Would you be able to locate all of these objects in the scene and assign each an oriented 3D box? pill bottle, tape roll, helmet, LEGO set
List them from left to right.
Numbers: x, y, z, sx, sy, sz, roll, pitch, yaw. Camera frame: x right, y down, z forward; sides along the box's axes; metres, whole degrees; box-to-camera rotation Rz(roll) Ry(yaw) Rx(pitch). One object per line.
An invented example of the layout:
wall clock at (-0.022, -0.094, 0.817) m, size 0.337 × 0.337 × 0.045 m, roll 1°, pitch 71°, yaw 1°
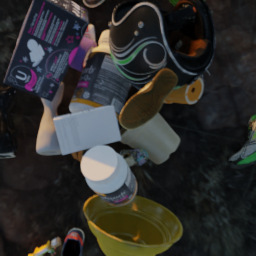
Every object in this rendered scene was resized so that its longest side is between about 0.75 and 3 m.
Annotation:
LEGO set at (-2.833, 4.361, 9.116) m, size 1.752 × 0.806 × 0.652 m, roll -40°, pitch 104°, yaw -27°
pill bottle at (-1.808, -3.240, 9.868) m, size 1.229 × 0.690 × 0.690 m, roll -3°, pitch 84°, yaw -1°
tape roll at (-1.500, -2.433, 9.323) m, size 0.464 × 1.091 × 1.091 m, roll 26°, pitch 85°, yaw 4°
pill bottle at (-0.704, -1.585, 9.162) m, size 1.654 × 1.654 × 2.843 m, roll 18°, pitch 79°, yaw 2°
pill bottle at (-0.486, 1.325, 7.567) m, size 1.162 × 1.997 × 1.162 m, roll -7°, pitch 59°, yaw 11°
helmet at (0.737, -2.275, 7.600) m, size 2.669 × 2.545 × 2.669 m, roll 0°, pitch 90°, yaw -37°

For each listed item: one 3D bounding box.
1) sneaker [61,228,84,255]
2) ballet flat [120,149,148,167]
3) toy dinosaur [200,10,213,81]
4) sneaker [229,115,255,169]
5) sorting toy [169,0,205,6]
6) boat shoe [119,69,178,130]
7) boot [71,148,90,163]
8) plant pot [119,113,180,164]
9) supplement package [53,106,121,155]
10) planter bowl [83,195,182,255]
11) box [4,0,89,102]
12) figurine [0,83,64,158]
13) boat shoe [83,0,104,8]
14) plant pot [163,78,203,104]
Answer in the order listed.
sneaker at (-1.873, 4.355, 8.988) m, size 0.767 × 0.865 × 2.046 m, roll 3°, pitch 85°, yaw 0°
ballet flat at (0.003, 1.002, 8.922) m, size 0.607 × 1.687 × 0.607 m, roll 5°, pitch 78°, yaw -24°
toy dinosaur at (2.518, -2.894, 9.861) m, size 1.244 × 0.936 × 2.433 m, roll 28°, pitch 78°, yaw -10°
sneaker at (4.311, 0.327, 9.431) m, size 2.753 × 1.074 × 1.173 m, roll -41°, pitch 78°, yaw -13°
sorting toy at (2.062, -5.608, 10.037) m, size 1.715 × 1.172 × 2.855 m, roll -16°, pitch 96°, yaw 13°
boat shoe at (0.432, -0.552, 6.108) m, size 0.642 × 0.576 × 1.734 m, roll 44°, pitch 69°, yaw 3°
boot at (-1.446, 0.471, 8.729) m, size 0.494 × 1.001 × 1.289 m, roll -17°, pitch 105°, yaw -37°
plant pot at (0.735, 0.250, 9.142) m, size 1.601 × 1.749 × 1.749 m, roll 41°, pitch 85°, yaw -8°
supplement package at (-1.122, 0.021, 7.612) m, size 1.591 × 0.953 × 0.965 m, roll -13°, pitch 98°, yaw -12°
planter bowl at (0.030, 3.077, 8.183) m, size 2.892 × 2.892 × 1.205 m, roll 12°, pitch 100°, yaw 1°
box at (-2.344, -2.408, 8.067) m, size 1.477 × 1.702 × 2.575 m, roll 23°, pitch 117°, yaw -23°
figurine at (-3.334, -0.351, 9.398) m, size 2.596 × 1.117 × 2.533 m, roll -3°, pitch 79°, yaw -3°
boat shoe at (-0.869, -5.682, 10.046) m, size 0.979 × 0.827 × 2.746 m, roll 27°, pitch 85°, yaw 2°
plant pot at (1.666, -1.356, 9.077) m, size 1.275 × 1.392 × 1.392 m, roll 29°, pitch 83°, yaw 44°
